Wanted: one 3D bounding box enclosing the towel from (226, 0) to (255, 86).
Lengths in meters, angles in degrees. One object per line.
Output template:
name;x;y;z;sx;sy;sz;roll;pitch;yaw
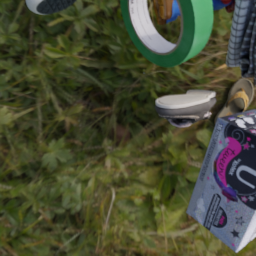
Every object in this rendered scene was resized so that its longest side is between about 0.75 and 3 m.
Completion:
towel;3.454;-2.205;5.419;2.785;2.306;1.192;-22;55;-5

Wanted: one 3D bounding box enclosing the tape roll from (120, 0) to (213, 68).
tape roll;0.657;-2.227;5.416;0.499;2.076;2.076;-32;81;-25

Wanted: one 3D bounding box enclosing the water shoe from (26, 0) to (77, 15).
water shoe;-0.971;-3.370;5.252;1.157;1.049;2.933;45;81;-6

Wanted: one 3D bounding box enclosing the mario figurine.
mario figurine;1.964;-3.270;6.424;2.789;1.478;1.722;-12;44;-4

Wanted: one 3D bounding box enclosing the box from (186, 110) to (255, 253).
box;1.987;0.832;4.704;1.113;1.282;1.941;33;123;41

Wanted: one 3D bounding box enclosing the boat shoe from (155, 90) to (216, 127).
boat shoe;1.276;-0.325;5.692;0.855;2.556;0.728;7;104;28

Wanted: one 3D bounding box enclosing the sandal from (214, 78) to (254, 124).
sandal;3.193;-0.698;8.280;0.708;0.476;1.764;34;82;5
